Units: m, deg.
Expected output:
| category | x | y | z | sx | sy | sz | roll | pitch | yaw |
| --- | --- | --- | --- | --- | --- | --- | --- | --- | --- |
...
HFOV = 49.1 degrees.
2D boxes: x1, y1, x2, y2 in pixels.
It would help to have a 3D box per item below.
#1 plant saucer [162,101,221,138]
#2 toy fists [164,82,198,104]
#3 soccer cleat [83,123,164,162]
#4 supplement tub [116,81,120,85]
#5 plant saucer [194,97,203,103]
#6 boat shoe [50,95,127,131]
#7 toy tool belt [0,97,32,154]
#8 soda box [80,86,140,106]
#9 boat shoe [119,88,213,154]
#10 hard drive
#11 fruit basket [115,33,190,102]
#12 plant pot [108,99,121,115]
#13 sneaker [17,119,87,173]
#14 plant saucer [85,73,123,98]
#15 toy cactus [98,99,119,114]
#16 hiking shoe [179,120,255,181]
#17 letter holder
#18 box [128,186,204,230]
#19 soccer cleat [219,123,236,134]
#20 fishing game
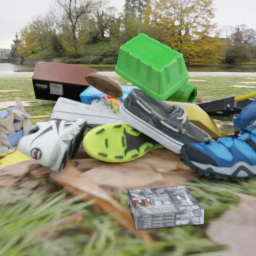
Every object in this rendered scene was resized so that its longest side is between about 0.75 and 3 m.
| category | x | y | z | sx | sy | sz | roll | pitch | yaw |
| --- | --- | --- | --- | --- | --- | --- | --- | --- | --- |
| plant saucer | 1.253 | -0.265 | 7.077 | 1.877 | 0.455 | 1.877 | 9 | -8 | 34 |
| toy fists | 1.319 | -0.781 | 7.748 | 1.017 | 0.686 | 1.996 | 32 | -6 | 24 |
| soccer cleat | 0.099 | 0.247 | 6.194 | 2.535 | 0.820 | 1.060 | -12 | -2 | -35 |
| supplement tub | -1.153 | -2.123 | 15.104 | 1.293 | 0.933 | 0.933 | 10 | 17 | 37 |
| plant saucer | 2.897 | -1.324 | 13.430 | 1.329 | 0.196 | 1.329 | -1 | 14 | 0 |
| boat shoe | -0.759 | -0.419 | 7.282 | 2.342 | 0.999 | 0.865 | 8 | -20 | 8 |
| toy tool belt | -2.920 | -0.104 | 6.603 | 1.088 | 1.071 | 1.743 | 1 | 14 | 6 |
| soda box | -0.357 | -0.942 | 9.963 | 2.608 | 0.837 | 0.885 | 6 | 36 | 28 |
| boat shoe | 0.837 | -0.108 | 5.563 | 2.099 | 0.744 | 0.756 | 24 | 35 | -1 |
| hard drive | 2.488 | -0.437 | 6.883 | 1.158 | 0.313 | 1.657 | 10 | -7 | -20 |
| fruit basket | 0.536 | -1.100 | 5.860 | 1.069 | 1.482 | 1.482 | -39 | 30 | -20 |
| plant pot | -0.565 | -0.389 | 8.631 | 0.793 | 0.793 | 0.726 | 3 | 30 | 12 |
| sneaker | -1.430 | 0.146 | 5.556 | 0.963 | 0.806 | 2.176 | 19 | 8 | 0 |
| plant saucer | -0.572 | -1.101 | 7.071 | 1.064 | 0.195 | 1.064 | 24 | -12 | 5 |
| toy cactus | -0.601 | -0.248 | 8.017 | 0.957 | 1.160 | 0.593 | -39 | -1 | -11 |
| hiking shoe | 2.237 | 0.228 | 4.960 | 2.715 | 1.177 | 1.010 | 0 | 11 | -5 |
| letter holder | -2.604 | -2.163 | 12.075 | 2.523 | 1.269 | 1.794 | 7 | 55 | -6 |
| box | 0.473 | 1.042 | 3.744 | 0.868 | 0.216 | 0.685 | -2 | 14 | -9 |
| soccer cleat | 2.821 | 0.023 | 7.489 | 0.364 | 0.325 | 0.939 | 25 | -6 | -40 |
| fishing game | 3.048 | -0.262 | 5.506 | 1.974 | 0.428 | 2.757 | -16 | -28 | 35 |
